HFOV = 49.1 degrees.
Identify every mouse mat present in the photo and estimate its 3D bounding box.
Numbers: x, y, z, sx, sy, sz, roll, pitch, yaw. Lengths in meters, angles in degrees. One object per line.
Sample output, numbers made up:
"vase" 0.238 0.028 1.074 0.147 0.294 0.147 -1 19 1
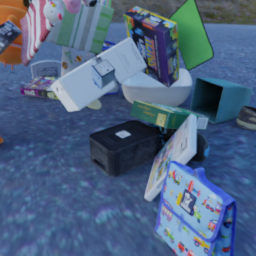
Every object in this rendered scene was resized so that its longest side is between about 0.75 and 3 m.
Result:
"mouse mat" 2.088 -3.093 9.463 0.078 2.069 1.665 -22 2 -20

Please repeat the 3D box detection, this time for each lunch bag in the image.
"lunch bag" -1.589 -2.823 12.741 2.715 2.308 1.681 11 30 -3
"lunch bag" 1.207 1.455 4.917 0.825 1.753 1.320 -15 30 -28

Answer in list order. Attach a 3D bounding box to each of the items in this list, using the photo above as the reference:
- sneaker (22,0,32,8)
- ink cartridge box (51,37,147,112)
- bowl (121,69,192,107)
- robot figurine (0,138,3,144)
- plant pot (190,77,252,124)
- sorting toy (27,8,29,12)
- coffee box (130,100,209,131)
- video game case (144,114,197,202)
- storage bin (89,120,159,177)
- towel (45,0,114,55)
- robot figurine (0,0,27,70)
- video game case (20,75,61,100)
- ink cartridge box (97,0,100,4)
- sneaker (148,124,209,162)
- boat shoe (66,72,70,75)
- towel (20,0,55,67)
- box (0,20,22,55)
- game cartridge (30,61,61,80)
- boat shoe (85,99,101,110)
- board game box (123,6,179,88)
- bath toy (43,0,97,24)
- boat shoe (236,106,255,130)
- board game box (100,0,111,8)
"sneaker" -3.245 -4.402 9.110 0.359 0.480 1.070 17 -15 -13
"ink cartridge box" -0.704 -1.159 6.343 1.823 0.783 1.335 -37 14 -16
"bowl" 1.208 -1.782 12.356 2.975 1.110 2.970 3 26 4
"robot figurine" -4.460 0.128 8.486 0.930 1.147 1.595 -27 48 -26
"plant pot" 3.696 -1.116 10.803 1.981 1.400 1.399 -6 25 -29
"sorting toy" -3.770 -4.440 11.418 2.006 1.856 0.366 -20 45 23
"coffee box" 1.296 -0.353 8.321 2.227 0.490 1.369 3 15 -46
"video game case" 1.071 0.666 6.815 0.221 1.698 1.866 33 29 -3
"storage bin" -0.096 0.516 7.934 1.781 0.835 1.204 -19 32 -35
"towel" -1.745 -3.483 9.286 2.270 1.694 0.348 8 30 -28
"robot figurine" -4.340 -3.474 10.394 1.830 2.544 1.484 9 5 38
"video game case" -3.693 -2.004 13.514 2.058 0.407 2.271 7 27 7
"ink cartridge box" -1.792 -4.805 10.897 0.549 0.951 1.311 3 28 -46
"sneaker" 1.359 0.394 8.065 0.927 0.829 2.264 5 11 -29
"boat shoe" -1.621 -1.217 8.436 0.581 0.712 1.926 2 23 -6
"towel" -2.469 -2.781 7.476 0.240 1.518 2.107 4 -19 -36
"box" -4.277 -2.163 8.392 2.145 0.534 1.691 -38 26 17
"game cartridge" -4.368 -3.073 15.067 1.595 1.062 0.326 -11 30 -23
"boat shoe" -1.114 -0.710 7.549 0.907 0.284 0.332 23 72 13
"board game box" 0.868 -2.840 9.998 0.672 2.370 1.959 -38 54 -18
"bath toy" -0.930 -2.318 5.054 1.272 0.553 0.470 -35 44 -12
"boat shoe" 4.926 -0.291 9.587 2.246 0.823 0.837 9 27 18
"board game box" -0.945 -4.888 11.402 0.262 1.799 1.211 6 3 -15
